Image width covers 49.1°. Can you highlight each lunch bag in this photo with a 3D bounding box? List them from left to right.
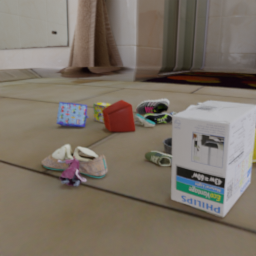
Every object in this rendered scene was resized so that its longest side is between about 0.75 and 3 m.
[{"bbox_3d":[-2.614,-0.618,13.472,1.408,1.060,0.662,5,-7,9],"label":"lunch bag"}]

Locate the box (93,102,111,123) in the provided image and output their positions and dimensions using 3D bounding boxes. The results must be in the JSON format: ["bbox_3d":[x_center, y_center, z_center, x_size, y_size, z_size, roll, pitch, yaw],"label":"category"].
[{"bbox_3d":[-1.285,-0.793,14.502,0.940,0.905,0.573,17,23,41],"label":"box"}]

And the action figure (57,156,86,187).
[{"bbox_3d":[-1.616,1.167,8.119,0.754,0.679,1.013,-28,35,26],"label":"action figure"}]

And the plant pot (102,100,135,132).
[{"bbox_3d":[-0.504,-0.464,13.017,1.136,1.288,1.289,-15,21,-19],"label":"plant pot"}]

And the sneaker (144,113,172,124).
[{"bbox_3d":[1.476,-0.361,14.013,1.552,0.557,0.643,0,35,10],"label":"sneaker"}]

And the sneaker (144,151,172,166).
[{"bbox_3d":[1.029,1.039,9.385,1.068,0.358,0.480,9,14,17],"label":"sneaker"}]

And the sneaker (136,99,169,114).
[{"bbox_3d":[1.398,-1.095,15.742,1.930,0.712,0.844,-10,35,5],"label":"sneaker"}]

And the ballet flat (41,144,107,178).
[{"bbox_3d":[-1.731,0.957,8.912,2.393,0.805,0.814,6,18,20],"label":"ballet flat"}]

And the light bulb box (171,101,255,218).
[{"bbox_3d":[2.288,0.639,7.359,1.437,2.303,2.283,11,20,37],"label":"light bulb box"}]

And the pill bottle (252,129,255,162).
[{"bbox_3d":[3.972,0.600,9.492,2.036,1.145,1.145,-2,17,-5],"label":"pill bottle"}]

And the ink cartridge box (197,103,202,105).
[{"bbox_3d":[5.080,-1.252,17.160,1.398,0.331,1.119,2,15,-15],"label":"ink cartridge box"}]

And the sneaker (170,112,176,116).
[{"bbox_3d":[2.222,-0.576,14.446,1.312,0.506,0.497,3,18,34],"label":"sneaker"}]

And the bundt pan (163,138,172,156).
[{"bbox_3d":[1.885,0.739,10.217,1.253,0.470,1.253,-1,17,0],"label":"bundt pan"}]

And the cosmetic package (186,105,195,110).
[{"bbox_3d":[3.916,-0.861,15.547,1.257,0.431,1.667,9,20,23],"label":"cosmetic package"}]

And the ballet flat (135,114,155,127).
[{"bbox_3d":[0.797,-0.287,13.665,1.168,0.419,0.419,32,32,29],"label":"ballet flat"}]
